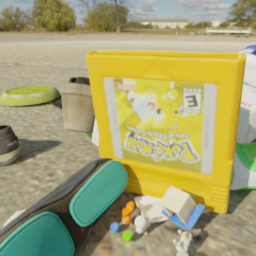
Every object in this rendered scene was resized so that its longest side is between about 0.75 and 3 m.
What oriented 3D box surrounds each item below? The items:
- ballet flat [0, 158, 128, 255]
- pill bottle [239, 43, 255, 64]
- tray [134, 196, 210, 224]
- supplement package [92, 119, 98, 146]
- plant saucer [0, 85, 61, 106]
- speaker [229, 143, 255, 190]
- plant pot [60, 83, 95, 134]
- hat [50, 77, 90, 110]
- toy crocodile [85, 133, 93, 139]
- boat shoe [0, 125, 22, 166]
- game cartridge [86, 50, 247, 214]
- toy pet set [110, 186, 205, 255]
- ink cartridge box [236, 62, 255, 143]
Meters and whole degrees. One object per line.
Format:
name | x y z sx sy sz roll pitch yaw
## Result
ballet flat | -1.087 1.418 4.117 1.073 1.073 2.937 12 30 28
pill bottle | 4.662 -2.245 10.883 1.539 1.539 2.571 16 38 35
tray | 0.845 1.411 5.057 1.360 0.151 0.730 -6 21 -15
supplement package | 0.631 -0.232 6.013 2.199 2.103 1.617 31 35 30
plant saucer | -4.198 -1.466 11.983 2.545 0.395 2.545 -3 21 1
speaker | 2.905 0.759 5.615 2.284 1.010 1.010 0 21 0
plant pot | -1.166 -0.451 7.255 1.289 1.118 1.289 7 -4 1
hat | -1.966 -1.488 11.328 2.630 1.061 2.630 -1 22 0
toy crocodile | -0.899 -0.280 8.389 0.532 0.582 1.724 -30 20 27
boat shoe | -4.000 0.290 6.726 2.798 1.026 1.042 -2 21 -4
game cartridge | 0.533 0.096 4.583 2.337 2.651 0.430 8 30 23
toy pet set | 0.574 1.532 4.407 1.230 0.653 1.149 17 60 47
ink cartridge box | 3.397 -0.812 8.001 2.479 1.064 1.815 -27 41 -27
